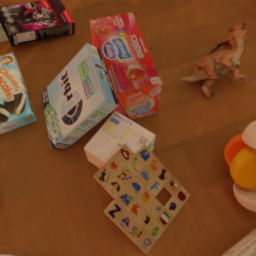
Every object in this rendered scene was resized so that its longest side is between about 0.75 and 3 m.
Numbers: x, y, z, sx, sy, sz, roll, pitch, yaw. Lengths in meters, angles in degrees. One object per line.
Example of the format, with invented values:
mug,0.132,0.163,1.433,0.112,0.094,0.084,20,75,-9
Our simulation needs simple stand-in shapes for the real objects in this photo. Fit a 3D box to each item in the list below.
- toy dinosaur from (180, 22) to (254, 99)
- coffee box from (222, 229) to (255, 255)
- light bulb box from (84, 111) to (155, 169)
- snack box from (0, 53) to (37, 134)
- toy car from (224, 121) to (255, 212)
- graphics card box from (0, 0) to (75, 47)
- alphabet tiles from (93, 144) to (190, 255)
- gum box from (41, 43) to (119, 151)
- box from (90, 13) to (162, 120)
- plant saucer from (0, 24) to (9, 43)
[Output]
toy dinosaur,2.745,-2.034,8.791,2.590,1.111,1.755,-23,52,5
coffee box,2.356,3.354,5.660,2.689,1.073,1.520,-29,65,-15
light bulb box,-0.195,0.536,7.382,1.338,0.843,1.350,31,66,16
snack box,-3.858,-1.043,8.477,1.480,0.473,2.548,-23,63,-10
toy car,3.648,0.735,6.841,2.547,2.229,1.910,1,24,2
graphics card box,-3.156,-3.694,9.686,2.276,0.579,1.428,-21,67,-22
alphabet tiles,0.280,1.530,6.635,2.192,0.083,1.833,48,67,-10
gum box,-1.420,-0.785,7.534,2.269,0.505,1.927,-37,57,31
box,-0.141,-1.827,8.367,1.405,1.467,2.942,-14,61,-8
plant saucer,-4.549,-3.811,10.100,1.685,0.423,1.685,0,61,0
